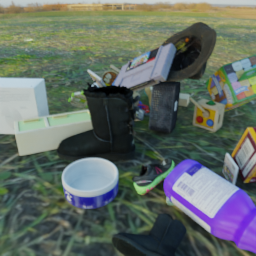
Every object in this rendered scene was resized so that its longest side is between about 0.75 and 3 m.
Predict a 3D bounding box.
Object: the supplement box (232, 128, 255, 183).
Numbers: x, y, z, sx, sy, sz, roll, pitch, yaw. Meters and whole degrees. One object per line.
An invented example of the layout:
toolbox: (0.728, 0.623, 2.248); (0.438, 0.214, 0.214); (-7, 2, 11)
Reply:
supplement box: (4.489, 0.744, 8.049); (2.431, 1.341, 1.041); (-2, 49, -7)

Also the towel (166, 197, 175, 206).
towel: (1.367, 1.798, 7.681); (0.658, 0.101, 0.862); (3, 29, 4)

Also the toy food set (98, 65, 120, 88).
toy food set: (-0.760, -2.347, 13.875); (1.148, 0.334, 1.663); (32, 68, -13)

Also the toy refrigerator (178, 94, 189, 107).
toy refrigerator: (2.235, -1.373, 13.349); (1.259, 0.441, 0.478); (10, 39, 19)

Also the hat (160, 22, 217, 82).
hat: (2.261, -2.517, 10.583); (2.967, 1.197, 2.967); (-28, 40, 27)

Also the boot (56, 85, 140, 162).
boot: (-1.023, -0.118, 8.904); (2.853, 2.338, 1.056); (0, 30, 6)

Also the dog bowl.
dog bowl: (-1.030, 1.495, 7.743); (1.517, 0.598, 1.517); (0, 27, 0)

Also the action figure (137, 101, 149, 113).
action figure: (0.494, -0.928, 12.568); (0.590, 0.389, 1.191); (-8, 27, -29)

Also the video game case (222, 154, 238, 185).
video game case: (2.970, 1.230, 8.155); (0.086, 0.685, 0.751); (-2, 28, -4)

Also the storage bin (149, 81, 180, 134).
storage bin: (1.410, -0.834, 10.693); (0.864, 1.842, 1.246); (10, 20, 17)

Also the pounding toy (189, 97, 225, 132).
pounding toy: (3.046, -0.610, 11.025); (1.147, 1.245, 0.885); (21, 35, 35)

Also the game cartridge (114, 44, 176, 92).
game cartridge: (0.512, -2.170, 10.787); (2.661, 0.511, 1.725); (-14, 49, 44)

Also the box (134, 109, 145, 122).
box: (-0.444, -0.625, 10.497); (1.462, 0.446, 1.814); (23, -12, -25)

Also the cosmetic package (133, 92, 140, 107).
cosmetic package: (-0.257, -1.010, 12.164); (0.567, 0.839, 1.594); (35, 41, 29)

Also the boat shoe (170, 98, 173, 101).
boat shoe: (1.707, -1.975, 12.707); (0.715, 0.714, 1.975); (23, 36, -31)

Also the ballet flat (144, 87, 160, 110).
ballet flat: (1.301, -1.493, 13.159); (0.791, 0.727, 2.306); (31, 24, -22)

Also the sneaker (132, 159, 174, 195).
sneaker: (0.740, 1.238, 8.023); (1.639, 0.629, 0.687); (-29, 76, -44)

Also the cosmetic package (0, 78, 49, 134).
cosmetic package: (-4.202, -0.849, 10.763); (1.906, 1.912, 1.175); (2, 28, 2)

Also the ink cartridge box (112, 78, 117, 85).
ink cartridge box: (-0.268, -1.930, 12.878); (0.585, 1.531, 1.045); (36, -2, 13)

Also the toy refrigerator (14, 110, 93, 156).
toy refrigerator: (-2.538, 0.080, 10.018); (2.764, 0.967, 1.049); (-11, 30, -19)

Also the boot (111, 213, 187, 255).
boot: (0.489, 2.360, 6.152); (1.392, 0.532, 1.170); (18, 36, 18)

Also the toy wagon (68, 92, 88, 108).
toy wagon: (-1.926, -1.201, 11.511); (0.846, 1.090, 0.216); (18, 52, -24)

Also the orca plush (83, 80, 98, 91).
orca plush: (-1.825, -1.866, 13.056); (0.581, 0.861, 1.636); (4, 23, -19)

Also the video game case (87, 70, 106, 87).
video game case: (-1.428, -2.235, 13.382); (0.115, 0.953, 1.047); (-44, 55, -9)

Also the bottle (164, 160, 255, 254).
bottle: (2.202, 1.882, 6.488); (1.222, 0.955, 2.925); (-38, 46, -22)

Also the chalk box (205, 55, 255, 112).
chalk box: (4.432, -1.758, 11.142); (1.585, 1.574, 2.540); (-19, -7, -6)

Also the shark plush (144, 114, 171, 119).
shark plush: (1.347, -0.646, 11.798); (1.349, 0.562, 0.613); (0, 30, -1)
